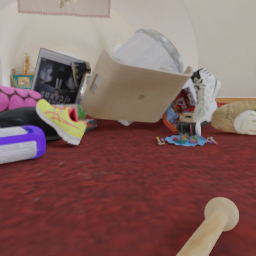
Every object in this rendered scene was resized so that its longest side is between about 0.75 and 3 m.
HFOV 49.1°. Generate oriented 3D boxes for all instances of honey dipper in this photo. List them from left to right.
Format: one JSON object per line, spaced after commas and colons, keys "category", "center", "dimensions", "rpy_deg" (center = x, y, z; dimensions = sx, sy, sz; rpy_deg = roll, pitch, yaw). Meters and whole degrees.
{"category": "honey dipper", "center": [0.241, 0.846, 1.465], "dimensions": [0.479, 0.479, 2.521], "rpy_deg": [5, 5, 31]}

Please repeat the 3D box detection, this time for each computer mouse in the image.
{"category": "computer mouse", "center": [-2.950, -0.130, 6.878], "dimensions": [2.899, 0.764, 2.007], "rpy_deg": [0, 7, 5]}

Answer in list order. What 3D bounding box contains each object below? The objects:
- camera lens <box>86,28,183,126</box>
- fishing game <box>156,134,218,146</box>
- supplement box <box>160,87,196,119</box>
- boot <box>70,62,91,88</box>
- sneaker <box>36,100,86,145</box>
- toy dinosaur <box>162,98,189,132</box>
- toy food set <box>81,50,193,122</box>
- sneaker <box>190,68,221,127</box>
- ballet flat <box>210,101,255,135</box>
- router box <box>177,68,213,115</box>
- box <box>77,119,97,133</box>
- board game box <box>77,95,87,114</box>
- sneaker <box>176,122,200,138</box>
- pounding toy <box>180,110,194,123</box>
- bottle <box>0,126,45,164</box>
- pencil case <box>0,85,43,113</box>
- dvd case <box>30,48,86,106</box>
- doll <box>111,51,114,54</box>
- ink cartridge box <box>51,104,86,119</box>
{"category": "camera lens", "center": [0.275, -1.699, 9.227], "dimensions": [2.720, 2.176, 2.176], "rpy_deg": [-44, 20, -10]}
{"category": "fishing game", "center": [1.341, 0.238, 6.467], "dimensions": [1.344, 0.209, 0.962], "rpy_deg": [1, 11, 4]}
{"category": "supplement box", "center": [1.673, -0.892, 10.068], "dimensions": [1.350, 0.735, 0.411], "rpy_deg": [-22, -5, 4]}
{"category": "boot", "center": [-1.585, -1.838, 9.518], "dimensions": [0.645, 0.856, 0.313], "rpy_deg": [-12, 9, -17]}
{"category": "sneaker", "center": [-1.433, -0.255, 6.161], "dimensions": [1.410, 0.637, 0.551], "rpy_deg": [39, 9, 19]}
{"category": "toy dinosaur", "center": [1.309, -0.298, 8.693], "dimensions": [1.624, 0.853, 1.473], "rpy_deg": [-26, 12, 43]}
{"category": "toy food set", "center": [0.233, -1.086, 7.526], "dimensions": [2.645, 0.799, 1.898], "rpy_deg": [3, -40, -29]}
{"category": "sneaker", "center": [2.243, -1.084, 8.925], "dimensions": [1.213, 2.108, 0.795], "rpy_deg": [41, -38, -25]}
{"category": "ballet flat", "center": [3.617, -0.223, 7.501], "dimensions": [2.677, 0.944, 0.874], "rpy_deg": [-4, 25, -3]}
{"category": "router box", "center": [2.136, -1.653, 11.786], "dimensions": [2.639, 0.718, 2.940], "rpy_deg": [14, 37, 9]}
{"category": "box", "center": [-1.573, -0.060, 8.250], "dimensions": [0.966, 0.267, 1.415], "rpy_deg": [-1, 7, 10]}
{"category": "board game box", "center": [-1.444, -0.831, 10.670], "dimensions": [1.029, 0.224, 1.034], "rpy_deg": [13, -28, 11]}
{"category": "sneaker", "center": [1.538, 0.047, 7.173], "dimensions": [0.591, 0.422, 1.192], "rpy_deg": [-1, 2, 9]}
{"category": "pounding toy", "center": [2.348, -0.455, 10.139], "dimensions": [0.776, 0.552, 0.714], "rpy_deg": [4, 9, 27]}
{"category": "bottle", "center": [-2.241, 0.320, 4.454], "dimensions": [0.728, 0.569, 1.743], "rpy_deg": [4, 9, 44]}
{"category": "pencil case", "center": [-3.543, -0.713, 8.432], "dimensions": [1.009, 1.042, 2.224], "rpy_deg": [5, 1, 27]}
{"category": "dvd case", "center": [-2.475, -1.456, 9.783], "dimensions": [1.669, 2.220, 0.275], "rpy_deg": [13, 15, -20]}
{"category": "doll", "center": [-0.344, -2.230, 11.636], "dimensions": [2.010, 2.946, 0.714], "rpy_deg": [-3, -36, -10]}
{"category": "ink cartridge box", "center": [-2.108, -0.457, 9.546], "dimensions": [1.143, 0.480, 0.834], "rpy_deg": [-4, -13, -24]}
